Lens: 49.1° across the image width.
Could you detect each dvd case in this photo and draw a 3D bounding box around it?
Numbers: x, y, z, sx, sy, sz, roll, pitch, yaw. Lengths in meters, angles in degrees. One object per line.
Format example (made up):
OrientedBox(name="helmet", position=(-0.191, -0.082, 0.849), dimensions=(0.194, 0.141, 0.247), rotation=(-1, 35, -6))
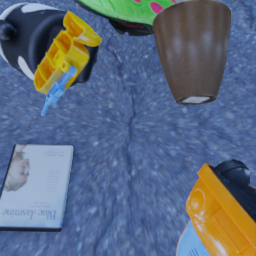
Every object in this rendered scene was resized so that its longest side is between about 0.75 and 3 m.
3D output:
OrientedBox(name="dvd case", position=(-2.011, 1.228, 6.084), dimensions=(1.404, 0.173, 1.967), rotation=(1, 56, 0))

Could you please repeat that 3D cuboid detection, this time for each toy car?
OrientedBox(name="toy car", position=(0.318, 0.325, 2.379), dimensions=(0.986, 1.454, 2.964), rotation=(-51, 57, 15))

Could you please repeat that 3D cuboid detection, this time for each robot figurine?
OrientedBox(name="robot figurine", position=(-1.359, -1.392, 4.645), dimensions=(1.982, 1.489, 1.237), rotation=(30, 68, 38))

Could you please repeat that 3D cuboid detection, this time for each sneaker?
OrientedBox(name="sneaker", position=(-0.082, -2.375, 5.743), dimensions=(2.875, 1.205, 1.103), rotation=(-1, 77, -46))

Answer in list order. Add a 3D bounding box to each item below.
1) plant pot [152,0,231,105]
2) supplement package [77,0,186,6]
OrientedBox(name="plant pot", position=(0.610, -0.633, 2.625), dimensions=(0.732, 0.732, 0.783), rotation=(-2, 82, -1))
OrientedBox(name="supplement package", position=(0.375, -4.203, 6.343), dimensions=(2.919, 2.199, 2.215), rotation=(-10, 91, -30))
